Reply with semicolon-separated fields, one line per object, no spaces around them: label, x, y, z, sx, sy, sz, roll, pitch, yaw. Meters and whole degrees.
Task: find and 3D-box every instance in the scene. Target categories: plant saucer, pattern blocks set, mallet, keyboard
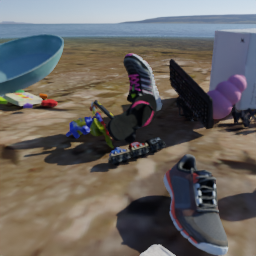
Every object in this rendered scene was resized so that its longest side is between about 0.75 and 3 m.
plant saucer;-2.768;-1.472;6.697;2.705;0.486;2.705;-9;38;7
pattern blocks set;-3.647;-0.998;9.734;1.875;0.173;2.133;-8;23;-37
mallet;-0.304;-0.214;6.742;0.275;1.338;0.441;-37;17;22
keyboard;1.608;-0.855;8.049;0.543;1.427;2.742;-18;36;-2

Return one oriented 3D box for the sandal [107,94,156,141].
sandal;0.245;-0.288;6.534;0.413;0.688;1.831;-25;11;44

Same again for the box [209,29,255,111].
box;4.127;-2.131;9.747;1.600;2.435;2.448;-3;22;-8

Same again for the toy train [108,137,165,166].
toy train;0.188;0.462;6.034;1.479;0.252;0.339;-15;64;-33

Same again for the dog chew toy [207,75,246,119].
dog chew toy;2.838;-0.951;8.189;0.892;1.432;0.892;40;11;-9

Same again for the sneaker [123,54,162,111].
sneaker;0.279;-1.041;7.329;0.656;1.779;0.778;6;40;47

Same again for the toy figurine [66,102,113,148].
toy figurine;-1.037;0.089;6.833;0.954;0.840;1.593;-25;28;-1

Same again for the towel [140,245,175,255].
towel;0.288;1.653;3.023;0.579;0.151;0.873;24;31;31

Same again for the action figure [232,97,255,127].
action figure;3.804;-0.470;7.851;1.556;0.794;0.925;-7;19;-8

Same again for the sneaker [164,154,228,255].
sneaker;0.982;0.966;4.033;0.654;0.695;1.696;17;25;-21
